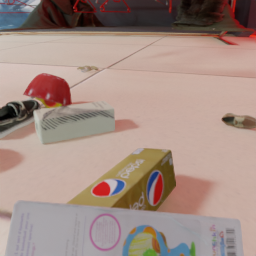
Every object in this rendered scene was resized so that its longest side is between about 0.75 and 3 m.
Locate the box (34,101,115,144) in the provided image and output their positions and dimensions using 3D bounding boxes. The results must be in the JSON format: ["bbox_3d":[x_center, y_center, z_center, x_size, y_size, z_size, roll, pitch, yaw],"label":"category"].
[{"bbox_3d":[-1.442,-0.193,7.649,2.040,0.697,0.838,-12,27,-25],"label":"box"}]

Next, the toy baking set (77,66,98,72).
[{"bbox_3d":[-2.146,-3.141,14.991,1.014,0.154,1.321,-17,29,-28],"label":"toy baking set"}]

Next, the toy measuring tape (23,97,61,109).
[{"bbox_3d":[-2.847,-0.854,9.426,2.021,0.743,0.743,-20,20,15],"label":"toy measuring tape"}]

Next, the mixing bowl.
[{"bbox_3d":[-2.530,-1.274,9.147,1.569,0.850,1.569,15,1,0],"label":"mixing bowl"}]

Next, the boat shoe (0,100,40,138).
[{"bbox_3d":[-3.160,-0.399,7.902,0.708,0.637,2.002,32,37,5],"label":"boat shoe"}]

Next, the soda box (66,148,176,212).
[{"bbox_3d":[-0.051,1.090,4.362,0.718,0.759,2.242,1,20,35],"label":"soda box"}]

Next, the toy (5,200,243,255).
[{"bbox_3d":[0.092,1.431,2.433,2.351,1.353,0.555,13,-21,-26],"label":"toy"}]

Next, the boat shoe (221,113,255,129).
[{"bbox_3d":[3.164,-0.169,8.007,0.374,0.395,1.043,-18,20,-40],"label":"boat shoe"}]
